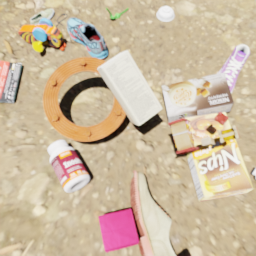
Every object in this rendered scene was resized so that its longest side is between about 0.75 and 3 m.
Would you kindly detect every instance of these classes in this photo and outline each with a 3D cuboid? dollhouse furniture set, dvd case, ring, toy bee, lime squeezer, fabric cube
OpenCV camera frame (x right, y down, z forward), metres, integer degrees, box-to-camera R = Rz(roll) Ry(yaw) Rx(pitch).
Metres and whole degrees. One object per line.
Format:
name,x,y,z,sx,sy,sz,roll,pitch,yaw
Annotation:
dollhouse furniture set,2.064,0.091,7.708,1.716,0.698,0.923,-18,77,23
dvd case,-5.277,-1.809,10.301,2.355,0.259,1.719,6,63,-13
ring,-1.347,-0.937,8.855,2.759,0.265,2.759,0,83,0
toy bee,-3.137,-3.528,11.032,2.360,1.283,1.545,22,65,39
lime squeezer,-0.532,-4.915,12.026,0.267,0.500,1.415,29,35,31
fabric cube,-0.276,2.895,7.868,0.934,0.919,0.937,-12,64,-6

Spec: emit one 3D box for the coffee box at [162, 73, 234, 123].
coffee box,2.321,-0.970,9.575,2.139,0.853,1.223,-10,69,7

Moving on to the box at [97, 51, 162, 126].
box,0.044,-1.140,8.165,0.940,0.770,1.980,-35,106,-9

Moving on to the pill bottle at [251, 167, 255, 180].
pill bottle,4.321,1.565,8.789,0.819,0.454,0.454,34,68,16

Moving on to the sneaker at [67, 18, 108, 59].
sneaker,-1.607,-3.811,11.073,0.935,1.126,2.357,-39,70,-17

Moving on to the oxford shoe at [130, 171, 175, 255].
oxford shoe,0.668,2.543,8.106,1.005,0.964,2.723,-8,73,-10

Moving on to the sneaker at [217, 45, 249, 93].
sneaker,3.725,-2.115,10.168,0.808,1.271,2.229,25,68,10

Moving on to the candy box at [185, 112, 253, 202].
candy box,2.707,0.872,8.963,1.526,0.731,2.644,-9,64,-5

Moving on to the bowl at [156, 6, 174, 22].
bowl,1.633,-4.989,12.099,0.779,0.350,0.779,0,64,0

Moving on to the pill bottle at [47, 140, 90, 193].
pill bottle,-1.903,1.168,8.753,0.865,0.865,1.532,-30,67,-14

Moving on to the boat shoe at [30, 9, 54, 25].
boat shoe,-3.654,-4.738,11.949,0.445,0.384,1.237,34,68,15
